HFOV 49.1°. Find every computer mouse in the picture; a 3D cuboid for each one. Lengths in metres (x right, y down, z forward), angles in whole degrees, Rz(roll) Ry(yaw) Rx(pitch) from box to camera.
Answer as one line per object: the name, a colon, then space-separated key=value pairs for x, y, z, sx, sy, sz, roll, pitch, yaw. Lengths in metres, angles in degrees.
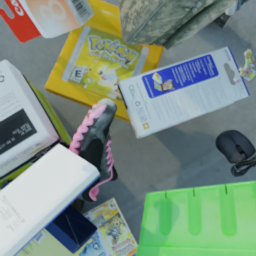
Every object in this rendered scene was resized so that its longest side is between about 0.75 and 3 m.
computer mouse: x=2.561 y=0.414 z=6.546 sx=1.078 sy=1.557 sz=0.411 roll=-27 pitch=116 yaw=1

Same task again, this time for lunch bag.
lunch bag: x=1.119 y=-2.810 z=5.972 sx=2.025 sy=2.415 sz=1.683 roll=-5 pitch=82 yaw=-24

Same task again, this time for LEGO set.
LEGO set: x=2.561 y=-1.282 z=5.963 sx=0.349 sy=0.759 sz=0.282 roll=-15 pitch=46 yaw=-28

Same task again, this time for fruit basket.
fruit basket: x=1.548 y=2.362 z=4.896 sx=2.871 sy=2.071 sz=2.871 roll=-8 pitch=78 yaw=40

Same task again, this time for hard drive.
hard drive: x=-1.573 y=1.156 z=4.745 sx=1.930 sy=0.245 sz=1.273 roll=-42 pitch=41 yaw=-24

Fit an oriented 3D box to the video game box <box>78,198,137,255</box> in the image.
video game box: x=-0.806 y=3.063 z=7.753 sx=1.719 sy=0.402 sz=1.566 roll=-28 pitch=83 yaw=-4

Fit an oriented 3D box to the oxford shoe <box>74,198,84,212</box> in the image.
oxford shoe: x=-1.509 y=1.787 z=7.996 sx=0.540 sy=0.465 sz=1.280 roll=-6 pitch=71 yaw=7

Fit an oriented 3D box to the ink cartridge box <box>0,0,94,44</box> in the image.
ink cartridge box: x=-2.347 y=-2.925 z=5.985 sx=2.695 sy=2.185 sz=0.676 roll=-6 pitch=40 yaw=35

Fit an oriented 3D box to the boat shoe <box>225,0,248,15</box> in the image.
boat shoe: x=3.047 y=-3.570 z=7.278 sx=0.899 sy=0.700 sz=1.979 roll=7 pitch=49 yaw=15

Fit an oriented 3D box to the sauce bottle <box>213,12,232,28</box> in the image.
sauce bottle: x=2.094 y=-4.089 z=8.864 sx=2.585 sy=0.853 sz=0.853 roll=34 pitch=81 yaw=5

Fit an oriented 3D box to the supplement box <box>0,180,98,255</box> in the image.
supplement box: x=-2.474 y=2.854 z=6.933 sx=2.312 sy=1.552 sz=2.309 roll=37 pitch=91 yaw=11

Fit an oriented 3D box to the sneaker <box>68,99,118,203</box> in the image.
sneaker: x=-0.669 y=0.593 z=5.964 sx=1.229 sy=1.018 sz=2.577 roll=27 pitch=117 yaw=-4

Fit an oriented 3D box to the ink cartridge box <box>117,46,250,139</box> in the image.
ink cartridge box: x=1.250 y=-0.820 z=6.348 sx=2.738 sy=0.508 sz=1.296 roll=-20 pitch=84 yaw=-6

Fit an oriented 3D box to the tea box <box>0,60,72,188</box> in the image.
tea box: x=-3.252 y=0.364 z=6.947 sx=2.974 sy=2.925 sz=1.987 roll=-32 pitch=80 yaw=-6

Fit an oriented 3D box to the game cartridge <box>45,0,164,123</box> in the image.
game cartridge: x=-0.475 y=-1.814 z=7.333 sx=2.493 sy=0.459 sz=2.828 roll=20 pitch=81 yaw=2
